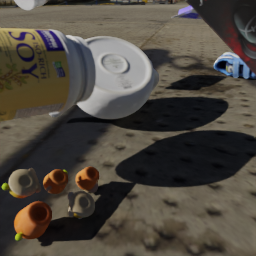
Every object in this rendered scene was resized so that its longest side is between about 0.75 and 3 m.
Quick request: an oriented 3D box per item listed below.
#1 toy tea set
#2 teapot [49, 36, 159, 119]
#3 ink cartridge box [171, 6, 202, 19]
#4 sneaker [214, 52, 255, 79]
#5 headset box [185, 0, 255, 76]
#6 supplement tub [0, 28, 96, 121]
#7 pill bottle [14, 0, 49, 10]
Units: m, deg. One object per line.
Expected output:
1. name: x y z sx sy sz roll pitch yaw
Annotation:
1. toy tea set: -1.230 1.234 4.862 1.783 0.660 1.060 0 56 -41
2. teapot: -0.554 -1.198 8.079 2.617 1.911 2.583 22 54 0
3. ink cartridge box: 2.268 -3.784 8.965 1.292 0.280 1.280 -11 11 -29
4. sneaker: 4.612 -2.453 11.461 0.978 0.879 2.377 -26 33 -30
5. headset box: 2.085 -1.453 3.405 2.297 1.709 0.887 40 31 -16
6. supplement tub: -1.810 -0.965 5.004 2.113 1.536 1.536 -14 31 -37
7. pill bottle: -2.733 -4.327 8.557 0.946 0.946 1.635 12 50 21
